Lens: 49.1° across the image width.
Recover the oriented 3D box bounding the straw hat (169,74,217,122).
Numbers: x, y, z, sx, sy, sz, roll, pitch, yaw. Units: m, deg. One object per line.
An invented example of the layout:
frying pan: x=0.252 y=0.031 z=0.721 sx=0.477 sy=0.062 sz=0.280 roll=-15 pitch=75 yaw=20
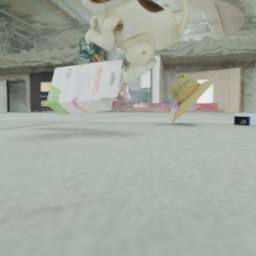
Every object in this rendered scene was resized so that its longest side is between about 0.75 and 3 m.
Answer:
straw hat: x=2.227 y=-1.495 z=11.042 sx=1.128 sy=2.664 sz=2.664 roll=43 pitch=7 yaw=1

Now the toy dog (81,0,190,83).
toy dog: x=-0.042 y=-2.740 z=6.812 sx=2.485 sy=1.788 sz=2.563 roll=-19 pitch=-51 yaw=40

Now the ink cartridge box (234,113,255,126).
ink cartridge box: x=5.287 y=-0.362 z=10.949 sx=2.596 sy=0.509 sz=1.291 roll=-6 pitch=7 yaw=-44

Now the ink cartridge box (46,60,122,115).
ink cartridge box: x=-1.184 y=-1.203 z=8.534 sx=2.326 sy=1.362 sz=0.783 roll=-3 pitch=-26 yaw=21
